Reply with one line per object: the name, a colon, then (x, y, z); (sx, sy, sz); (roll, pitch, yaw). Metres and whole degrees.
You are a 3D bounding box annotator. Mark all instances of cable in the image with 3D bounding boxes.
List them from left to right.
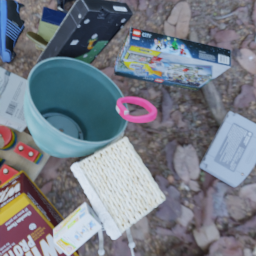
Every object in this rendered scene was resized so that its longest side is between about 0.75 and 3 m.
cable: (-2.118, -5.277, 12.131); (1.971, 0.501, 1.608); (-7, 74, -3)

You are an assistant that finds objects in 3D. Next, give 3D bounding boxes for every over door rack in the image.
over door rack: (-0.753, 4.365, 9.029); (2.144, 0.966, 2.901); (-12, 74, -3)

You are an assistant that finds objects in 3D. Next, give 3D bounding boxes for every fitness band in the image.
fitness band: (0.198, -0.486, 7.071); (0.890, 0.232, 1.239); (-7, 29, -19)

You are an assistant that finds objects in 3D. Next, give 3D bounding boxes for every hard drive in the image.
hard drive: (-1.313, -2.566, 8.142); (1.886, 2.699, 0.511); (-23, 79, -48)

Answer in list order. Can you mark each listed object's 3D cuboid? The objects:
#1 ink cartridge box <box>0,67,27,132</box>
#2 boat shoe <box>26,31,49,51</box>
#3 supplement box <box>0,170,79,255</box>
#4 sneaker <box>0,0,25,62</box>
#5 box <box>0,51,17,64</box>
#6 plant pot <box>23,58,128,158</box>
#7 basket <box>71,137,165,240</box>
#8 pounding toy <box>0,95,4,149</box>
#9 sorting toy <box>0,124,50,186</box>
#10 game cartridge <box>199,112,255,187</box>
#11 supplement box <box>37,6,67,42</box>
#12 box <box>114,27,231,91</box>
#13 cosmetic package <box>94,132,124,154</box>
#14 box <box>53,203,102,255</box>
ink cartridge box: (-4.509, -1.117, 9.975); (2.327, 0.966, 1.705); (27, 63, -23)
boat shoe: (-2.946, -2.802, 9.464); (1.132, 0.376, 0.419); (31, 40, -25)
supplement box: (-2.559, 2.590, 6.977); (1.490, 2.245, 2.214); (-37, 108, -13)
sneaker: (-3.385, -2.797, 8.200); (0.686, 0.618, 1.761); (-4, 114, -31)
box: (-5.239, -3.263, 11.278); (1.074, 0.978, 0.559); (33, 76, 10)
plant pot: (-1.562, -0.275, 7.418); (2.628, 1.761, 2.628); (21, 46, -23)
basket: (-0.252, 1.519, 6.900); (1.511, 1.862, 1.878); (-29, 75, -13)
pounding toy: (-4.324, -0.258, 7.367); (2.284, 1.045, 2.006); (47, 113, 10)
sorting toy: (-4.373, 1.149, 10.043); (2.344, 0.821, 2.359); (27, 76, 8)
game cartridge: (3.924, 0.810, 10.351); (1.677, 0.509, 2.515); (30, 76, 12)
supplement box: (-2.590, -3.470, 9.871); (1.055, 1.054, 0.708); (11, 53, -21)
box: (1.167, -1.873, 8.125); (2.861, 1.954, 0.539); (9, 77, -13)
cosmetic package: (-0.653, 0.674, 8.836); (0.488, 0.691, 1.334); (25, 108, 23)
box: (-1.043, 2.054, 5.711); (0.885, 0.498, 0.449); (-40, 109, -5)
